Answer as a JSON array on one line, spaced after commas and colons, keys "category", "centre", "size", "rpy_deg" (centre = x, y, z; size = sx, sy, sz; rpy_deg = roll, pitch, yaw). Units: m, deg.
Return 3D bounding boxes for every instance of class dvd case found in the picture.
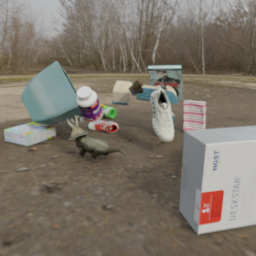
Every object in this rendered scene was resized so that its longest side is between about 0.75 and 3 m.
[{"category": "dvd case", "centre": [1.682, -1.924, 12.322], "size": [1.418, 1.943, 0.214], "rpy_deg": [3, 52, 16]}]

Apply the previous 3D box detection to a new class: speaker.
[{"category": "speaker", "centre": [-1.346, -0.962, 16.352], "size": [0.686, 0.686, 1.551], "rpy_deg": [-12, 19, -37]}]

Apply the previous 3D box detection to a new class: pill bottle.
[{"category": "pill bottle", "centre": [-1.346, -0.802, 9.666], "size": [0.718, 1.277, 0.718], "rpy_deg": [-5, 54, 8]}]

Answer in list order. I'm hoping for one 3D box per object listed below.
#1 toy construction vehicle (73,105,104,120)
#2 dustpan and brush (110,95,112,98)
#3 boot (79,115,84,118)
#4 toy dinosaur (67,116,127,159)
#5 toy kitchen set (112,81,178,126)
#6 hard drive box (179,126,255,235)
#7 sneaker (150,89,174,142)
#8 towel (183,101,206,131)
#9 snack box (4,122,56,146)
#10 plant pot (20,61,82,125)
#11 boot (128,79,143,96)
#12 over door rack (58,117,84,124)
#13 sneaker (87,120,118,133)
[{"category": "toy construction vehicle", "centre": [-2.237, -0.888, 15.746], "size": [1.334, 0.539, 1.532], "rpy_deg": [15, 51, 31]}, {"category": "dustpan and brush", "centre": [-0.514, -1.588, 12.637], "size": [0.237, 0.579, 0.830], "rpy_deg": [19, 55, 29]}, {"category": "boot", "centre": [-2.786, -0.922, 16.190], "size": [1.813, 0.677, 0.879], "rpy_deg": [-6, 14, -27]}, {"category": "toy dinosaur", "centre": [-1.150, 0.624, 9.380], "size": [2.285, 0.879, 1.169], "rpy_deg": [30, -19, 4]}, {"category": "toy kitchen set", "centre": [0.682, -0.658, 11.961], "size": [2.688, 2.153, 1.583], "rpy_deg": [6, 25, 2]}, {"category": "hard drive box", "centre": [2.558, 1.056, 6.221], "size": [2.598, 2.025, 0.998], "rpy_deg": [-4, 17, -13]}, {"category": "sneaker", "centre": [1.221, -0.453, 9.844], "size": [0.714, 1.901, 0.770], "rpy_deg": [-11, -7, -11]}, {"category": "towel", "centre": [2.996, -0.510, 12.735], "size": [1.047, 1.430, 0.214], "rpy_deg": [7, 15, 36]}, {"category": "snack box", "centre": [-4.211, 0.234, 12.095], "size": [1.391, 0.558, 1.650], "rpy_deg": [8, 18, 27]}, {"category": "plant pot", "centre": [-3.198, -1.185, 11.751], "size": [2.077, 2.033, 2.039], "rpy_deg": [-29, -4, -3]}, {"category": "boot", "centre": [0.253, -1.428, 10.383], "size": [0.538, 0.415, 1.110], "rpy_deg": [-36, -13, -5]}, {"category": "over door rack", "centre": [-2.772, -0.736, 14.269], "size": [1.357, 1.837, 0.612], "rpy_deg": [-4, 58, -24]}, {"category": "sneaker", "centre": [-1.187, -0.059, 13.303], "size": [1.470, 0.491, 0.788], "rpy_deg": [0, 12, -9]}]
